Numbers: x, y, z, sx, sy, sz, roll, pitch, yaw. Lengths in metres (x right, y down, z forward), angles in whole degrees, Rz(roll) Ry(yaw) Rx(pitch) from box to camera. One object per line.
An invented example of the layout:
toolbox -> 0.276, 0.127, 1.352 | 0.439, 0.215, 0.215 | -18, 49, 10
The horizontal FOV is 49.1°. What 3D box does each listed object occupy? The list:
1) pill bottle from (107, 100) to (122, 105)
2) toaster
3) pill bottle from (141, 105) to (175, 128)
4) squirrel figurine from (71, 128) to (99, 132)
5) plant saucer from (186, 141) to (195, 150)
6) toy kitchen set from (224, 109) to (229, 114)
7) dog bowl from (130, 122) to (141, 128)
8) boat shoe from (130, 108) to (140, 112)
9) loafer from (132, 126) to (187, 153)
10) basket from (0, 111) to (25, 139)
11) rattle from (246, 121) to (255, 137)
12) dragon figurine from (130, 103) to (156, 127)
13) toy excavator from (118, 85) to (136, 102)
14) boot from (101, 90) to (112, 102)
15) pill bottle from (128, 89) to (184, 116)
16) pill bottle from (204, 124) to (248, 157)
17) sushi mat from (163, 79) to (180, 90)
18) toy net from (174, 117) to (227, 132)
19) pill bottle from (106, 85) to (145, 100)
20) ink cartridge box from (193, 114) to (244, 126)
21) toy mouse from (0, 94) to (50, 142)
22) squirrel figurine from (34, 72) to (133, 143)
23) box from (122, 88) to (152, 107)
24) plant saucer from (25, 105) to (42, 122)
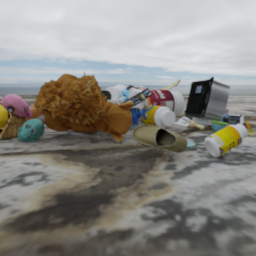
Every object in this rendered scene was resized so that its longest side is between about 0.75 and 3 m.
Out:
pill bottle -> -0.452, -0.427, 9.972 | 0.620, 1.131, 0.620 | -3, 5, 0
toaster -> 3.055, -1.084, 10.867 | 0.974, 1.485, 1.642 | 12, 1, -17
pill bottle -> 1.217, -0.462, 11.568 | 0.866, 0.866, 1.585 | -5, 10, -29
squirrel figurine -> -1.632, -0.600, 10.381 | 1.522, 1.420, 1.077 | -4, 6, 17
plant saucer -> 1.462, 0.498, 7.764 | 0.774, 0.149, 0.774 | -1, 10, 0
toy kitchen set -> 4.408, -1.043, 14.208 | 1.458, 1.189, 1.315 | 5, 10, 28
dog bowl -> 0.128, -0.171, 11.769 | 0.518, 0.230, 0.929 | -8, 13, -41
boat shoe -> 0.200, -0.573, 11.737 | 0.461, 0.512, 1.423 | -18, 4, 34
loafer -> 0.702, 0.202, 6.813 | 1.483, 0.564, 0.500 | 10, -17, 31
basket -> -4.142, -0.142, 9.494 | 0.911, 0.873, 1.223 | -7, 11, -42
rattle -> 4.404, 0.059, 9.443 | 0.756, 0.540, 0.492 | 0, -11, 41
dragon figurine -> 0.322, -0.507, 10.793 | 0.818, 1.645, 0.484 | 40, 12, 14
toy excavator -> -0.302, -1.437, 16.108 | 2.473, 2.405, 1.235 | -39, 51, -12
boot -> -0.885, -1.078, 13.357 | 1.953, 0.777, 2.244 | -8, -22, -42
pill bottle -> 1.425, -1.165, 13.870 | 2.611, 1.491, 1.491 | -6, 11, -34
pill bottle -> 2.416, 0.283, 6.873 | 0.983, 0.537, 0.537 | -27, 15, -12
sushi mat -> 1.785, -1.922, 15.235 | 2.295, 0.139, 1.098 | -29, 10, 23
toy net -> 2.675, -0.189, 10.571 | 1.944, 0.375, 1.020 | 9, 10, -3
pill bottle -> -0.129, -1.961, 18.256 | 1.672, 1.672, 2.887 | 8, 10, 43
ink cartridge box -> 4.097, -0.392, 12.561 | 1.965, 0.430, 1.984 | 4, 8, 26
toy mouse -> -3.345, -0.384, 8.855 | 2.376, 0.517, 2.674 | 20, 27, -46
squirrel figurine -> -1.219, -0.506, 8.475 | 2.626, 1.991, 2.814 | 22, -3, 11
box -> 0.050, -1.034, 11.954 | 1.753, 0.403, 1.393 | -28, 5, 25
plant saucer -> -3.960, -0.936, 12.824 | 2.626, 0.492, 2.626 | -26, 16, 8
